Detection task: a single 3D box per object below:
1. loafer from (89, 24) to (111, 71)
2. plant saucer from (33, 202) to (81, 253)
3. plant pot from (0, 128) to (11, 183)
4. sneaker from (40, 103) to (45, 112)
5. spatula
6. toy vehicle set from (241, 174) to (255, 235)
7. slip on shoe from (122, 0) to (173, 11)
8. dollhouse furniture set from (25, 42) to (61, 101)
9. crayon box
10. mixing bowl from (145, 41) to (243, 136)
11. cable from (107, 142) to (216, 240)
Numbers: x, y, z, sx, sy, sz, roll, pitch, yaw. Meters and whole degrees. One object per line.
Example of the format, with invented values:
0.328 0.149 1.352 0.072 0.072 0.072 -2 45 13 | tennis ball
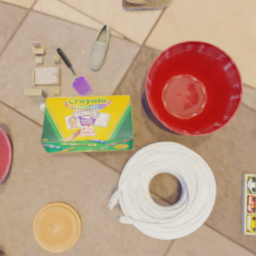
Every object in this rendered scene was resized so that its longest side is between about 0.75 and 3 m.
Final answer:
-1.028 -2.904 10.030 0.589 0.587 1.683 13 84 1 | loafer
-2.429 3.388 9.536 1.657 0.267 1.657 0 83 0 | plant saucer
-5.294 0.913 8.968 1.986 2.219 2.219 -1 84 16 | plant pot
-2.725 -0.828 9.974 0.808 0.299 0.331 -10 51 -17 | sneaker
-2.029 -2.058 10.120 0.578 0.210 2.047 -36 82 19 | spatula
4.577 2.631 9.611 1.255 0.268 2.019 3 84 0 | toy vehicle set
0.741 -4.758 10.219 1.976 0.599 0.751 -5 84 -1 | slip on shoe
-2.940 -1.977 9.807 0.991 0.846 1.911 0 84 0 | dollhouse furniture set
-1.289 -0.136 9.266 2.863 0.834 1.700 -2 59 -2 | crayon box
2.011 -1.159 9.313 2.985 1.617 2.985 0 85 -1 | mixing bowl
1.190 1.976 8.981 2.997 1.038 2.997 20 73 14 | cable
